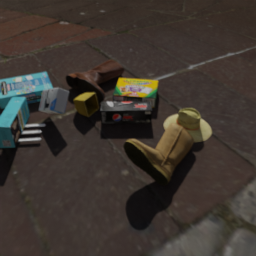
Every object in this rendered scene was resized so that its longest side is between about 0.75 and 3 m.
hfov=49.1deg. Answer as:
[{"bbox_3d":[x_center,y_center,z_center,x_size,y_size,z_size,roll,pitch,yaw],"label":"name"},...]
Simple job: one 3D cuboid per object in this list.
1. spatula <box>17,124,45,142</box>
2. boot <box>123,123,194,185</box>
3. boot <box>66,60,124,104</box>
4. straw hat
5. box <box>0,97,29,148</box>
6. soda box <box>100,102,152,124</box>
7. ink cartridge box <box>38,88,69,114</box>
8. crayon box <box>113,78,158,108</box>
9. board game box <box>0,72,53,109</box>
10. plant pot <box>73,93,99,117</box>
[{"bbox_3d":[-4.008,0.240,10.123,1.865,0.150,1.297,-2,33,-4],"label":"spatula"},{"bbox_3d":[1.008,0.521,8.832,1.841,0.695,2.102,46,49,-7],"label":"boot"},{"bbox_3d":[-0.996,-2.246,12.741,2.800,0.899,2.610,-27,47,-36],"label":"boot"},{"bbox_3d":[2.230,-0.306,10.286,1.792,0.759,1.792,0,39,0],"label":"straw hat"},{"bbox_3d":[-4.074,-0.251,9.959,0.515,0.863,2.096,-1,34,-3],"label":"box"},{"bbox_3d":[-0.081,-0.592,10.759,1.936,0.613,0.685,0,38,-1],"label":"soda box"},{"bbox_3d":[-2.825,-1.006,10.582,0.495,0.858,1.183,17,-10,-43],"label":"ink cartridge box"},{"bbox_3d":[0.343,-1.536,12.019,1.764,0.514,1.522,5,39,6],"label":"crayon box"},{"bbox_3d":[-4.478,-1.677,12.196,2.200,0.516,1.661,-14,41,-17],"label":"board game box"},{"bbox_3d":[-1.734,-0.971,11.187,0.757,0.736,0.740,13,39,32],"label":"plant pot"}]
